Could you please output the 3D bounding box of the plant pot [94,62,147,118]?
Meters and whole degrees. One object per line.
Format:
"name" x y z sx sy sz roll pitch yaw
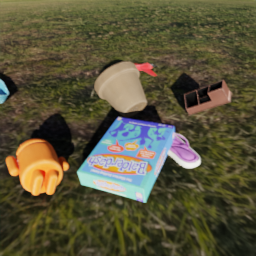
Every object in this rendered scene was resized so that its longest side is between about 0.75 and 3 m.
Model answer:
"plant pot" -0.126 -1.390 11.277 1.942 1.942 1.694 -22 71 -31

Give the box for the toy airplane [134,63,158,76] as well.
"toy airplane" 0.533 -3.503 16.331 2.494 0.459 2.494 -1 30 0

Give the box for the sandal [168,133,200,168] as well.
"sandal" 1.592 0.498 9.679 0.994 0.600 2.442 -19 36 -29

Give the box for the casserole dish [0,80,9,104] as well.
"casserole dish" -6.638 -1.781 13.076 1.716 0.550 2.834 3 25 -35

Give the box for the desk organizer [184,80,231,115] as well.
"desk organizer" 3.120 -1.198 11.249 1.791 0.690 0.642 -19 32 37

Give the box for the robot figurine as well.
"robot figurine" -2.611 1.088 8.218 1.451 1.177 2.018 -30 40 -10

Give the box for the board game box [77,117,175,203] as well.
"board game box" 0.047 0.815 8.655 2.083 0.616 2.739 10 42 23
